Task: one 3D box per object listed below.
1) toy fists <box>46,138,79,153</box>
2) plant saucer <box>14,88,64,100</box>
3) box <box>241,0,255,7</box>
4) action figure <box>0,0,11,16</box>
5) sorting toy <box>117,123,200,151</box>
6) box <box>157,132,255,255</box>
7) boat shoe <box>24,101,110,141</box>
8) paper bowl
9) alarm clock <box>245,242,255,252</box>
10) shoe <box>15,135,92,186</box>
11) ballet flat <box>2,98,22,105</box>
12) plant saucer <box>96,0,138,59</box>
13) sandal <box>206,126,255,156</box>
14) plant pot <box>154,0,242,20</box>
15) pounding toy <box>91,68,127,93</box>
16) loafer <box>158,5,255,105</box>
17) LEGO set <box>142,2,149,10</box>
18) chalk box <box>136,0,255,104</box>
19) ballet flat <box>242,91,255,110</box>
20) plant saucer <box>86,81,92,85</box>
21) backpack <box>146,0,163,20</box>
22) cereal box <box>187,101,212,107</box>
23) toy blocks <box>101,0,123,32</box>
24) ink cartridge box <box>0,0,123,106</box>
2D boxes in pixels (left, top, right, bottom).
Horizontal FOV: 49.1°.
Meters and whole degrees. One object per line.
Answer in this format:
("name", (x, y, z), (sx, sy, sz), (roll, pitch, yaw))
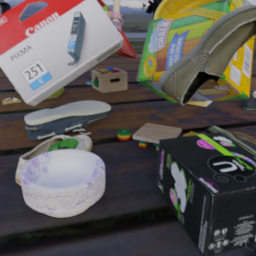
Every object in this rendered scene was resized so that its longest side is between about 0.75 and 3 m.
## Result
("toy fists", (-1.560, 0.463, 6.637), (0.874, 0.301, 0.446), (-20, 18, 29))
("plant saucer", (-3.980, -1.591, 12.572), (1.708, 0.410, 1.711), (-17, 28, -36))
("box", (3.867, -3.620, 8.993), (1.308, 1.482, 0.717), (-28, 65, -21))
("action figure", (-4.051, -2.962, 6.648), (0.936, 1.756, 2.698), (41, 41, 11))
("sorting toy", (0.898, 0.295, 7.912), (2.267, 0.383, 1.093), (9, 24, 23))
("box", (1.519, 1.021, 5.028), (1.428, 1.195, 1.923), (-7, 24, -16))
("boat shoe", (-1.763, -0.211, 8.594), (2.647, 0.819, 0.991), (-17, 30, -30))
("paper bowl", (-1.209, 1.085, 5.377), (1.547, 0.805, 1.547), (0, 22, 0))
("alarm clock", (2.074, 1.915, 4.046), (0.544, 0.268, 0.806), (-17, 29, -35))
("shoe", (-1.688, 0.591, 6.827), (0.839, 0.640, 2.399), (12, 25, 27))
("ballet flat", (-4.821, -1.123, 11.643), (0.755, 0.238, 0.259), (-14, 26, -32))
("plant saucer", (-0.643, -3.775, 10.846), (0.471, 2.566, 2.561), (-31, 2, 16))
("sandal", (2.539, 0.544, 6.152), (0.806, 1.121, 2.824), (-18, 22, 1))
("plant pot", (2.169, -2.687, 8.100), (2.297, 2.161, 2.297), (-17, 49, 20))
("pounding toy", (-1.046, -2.460, 13.629), (1.735, 1.233, 1.597), (-11, 24, -26))
("loafer", (1.281, -0.984, 4.149), (0.673, 1.790, 0.623), (12, 43, -52))
("LEGO set", (1.134, -5.051, 11.480), (1.163, 0.330, 0.755), (7, 57, 37))
("chalk box", (1.215, -1.439, 5.981), (2.359, 1.467, 1.460), (1, -15, 42))
("ballet flat", (5.726, -1.102, 10.723), (2.554, 0.933, 0.933), (3, 22, 7))
("plant saucer", (-1.651, -2.511, 15.267), (1.312, 0.124, 0.459), (-21, 29, -39))
("backpack", (2.012, -3.540, 10.010), (1.811, 2.861, 2.388), (-15, 12, -24))
("cereal box", (3.034, -1.260, 11.916), (1.025, 0.282, 1.425), (13, 25, 29))
("toy blocks", (-0.751, -2.843, 7.832), (1.190, 1.072, 1.274), (3, 4, 0))
("ink cartridge box", (-1.741, -2.069, 6.165), (2.502, 2.205, 0.559), (-35, -2, -4))
